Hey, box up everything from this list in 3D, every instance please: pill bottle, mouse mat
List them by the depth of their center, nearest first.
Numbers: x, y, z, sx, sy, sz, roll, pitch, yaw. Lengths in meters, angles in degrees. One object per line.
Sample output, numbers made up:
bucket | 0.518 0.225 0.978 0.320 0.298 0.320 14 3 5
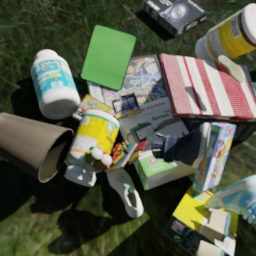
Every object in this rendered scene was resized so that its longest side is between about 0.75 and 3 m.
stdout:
pill bottle | -1.104 0.618 8.313 1.163 1.163 2.062 15 67 9
pill bottle | 3.325 -2.871 9.112 1.269 2.221 1.269 6 78 -28
pill bottle | -2.679 -1.627 10.037 1.362 1.362 2.459 -18 62 -10
mouse mat | -0.732 -2.530 10.105 1.664 0.078 2.068 20 99 8

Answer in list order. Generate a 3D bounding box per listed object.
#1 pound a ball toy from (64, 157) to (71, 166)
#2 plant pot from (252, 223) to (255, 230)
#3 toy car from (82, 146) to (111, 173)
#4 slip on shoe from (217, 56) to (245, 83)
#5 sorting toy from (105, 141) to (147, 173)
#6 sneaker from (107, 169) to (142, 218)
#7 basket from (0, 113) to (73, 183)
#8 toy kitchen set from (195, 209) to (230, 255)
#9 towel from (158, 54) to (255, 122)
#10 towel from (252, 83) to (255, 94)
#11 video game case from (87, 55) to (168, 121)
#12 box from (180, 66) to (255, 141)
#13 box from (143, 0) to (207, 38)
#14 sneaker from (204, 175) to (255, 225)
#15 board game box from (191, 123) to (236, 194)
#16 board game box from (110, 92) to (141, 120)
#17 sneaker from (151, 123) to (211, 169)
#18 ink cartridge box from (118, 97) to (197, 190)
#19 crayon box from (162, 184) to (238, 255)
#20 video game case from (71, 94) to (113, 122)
pound a ball toy | -1.610 1.114 8.879 0.598 0.916 0.389 -41 25 -18
plant pot | 5.087 1.776 7.579 2.761 2.761 2.622 36 52 19
toy car | -0.806 0.776 7.455 0.754 0.659 0.565 36 40 -20
slip on shoe | 2.621 -1.469 7.163 0.335 0.277 0.905 -34 68 -14
sorting toy | -0.237 0.773 7.935 0.324 1.918 0.925 45 56 -14
sneaker | -0.084 1.772 8.411 0.674 0.792 1.791 -28 64 -13
basket | -2.836 0.412 7.884 1.971 1.341 1.777 21 42 11
toy kitchen set | 2.000 2.850 6.338 0.912 1.549 1.241 17 42 16
towel | 2.379 -1.165 8.238 2.920 0.332 2.103 2 61 -20
towel | 4.828 -1.148 10.376 1.076 0.303 1.257 6 60 4
video game case | -0.034 -1.528 10.554 2.887 0.368 2.609 -11 60 -6
box | 2.924 -0.836 9.499 2.262 1.426 2.301 1 60 -5
box | 2.091 -5.248 12.620 1.828 0.497 2.282 -31 65 -17
sneaker | 2.678 1.974 6.815 0.662 1.665 1.087 0 57 -41
board game box | 2.429 0.799 7.873 0.325 1.277 1.886 21 104 35
board game box | -0.084 -0.691 8.829 0.817 0.232 0.675 -17 76 -2
sneaker | 1.115 0.342 6.196 1.215 1.682 0.639 15 61 10
ink cartridge box | 0.911 0.413 8.885 1.838 1.061 2.516 -19 56 -9
crayon box | 2.054 2.482 7.491 1.585 0.634 2.496 32 21 18
video game case | -1.215 -0.502 9.576 1.102 0.141 0.996 30 71 4
